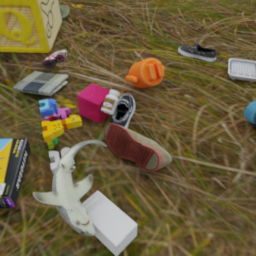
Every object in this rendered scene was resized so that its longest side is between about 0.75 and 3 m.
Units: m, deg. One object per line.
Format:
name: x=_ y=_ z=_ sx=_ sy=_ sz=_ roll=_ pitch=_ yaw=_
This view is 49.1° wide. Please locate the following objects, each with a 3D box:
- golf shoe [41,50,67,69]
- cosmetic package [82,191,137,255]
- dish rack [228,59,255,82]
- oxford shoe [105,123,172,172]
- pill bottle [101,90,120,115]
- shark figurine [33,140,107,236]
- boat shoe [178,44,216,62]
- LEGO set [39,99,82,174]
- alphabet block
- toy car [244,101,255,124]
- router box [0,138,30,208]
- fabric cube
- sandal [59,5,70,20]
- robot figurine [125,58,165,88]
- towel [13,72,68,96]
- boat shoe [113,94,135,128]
golf shoe: x=-3.183 y=-2.972 z=12.173 sx=1.284 sy=0.466 sz=0.591 roll=-16 pitch=40 yaw=23
cosmetic package: x=-0.526 y=2.301 z=6.850 sx=1.401 sy=0.594 sz=0.754 roll=35 pitch=52 yaw=30
dish rack: x=4.935 y=-2.450 z=12.046 sx=1.278 sy=0.324 sz=1.489 roll=10 pitch=45 yaw=12
oxford shoe: x=0.244 y=0.582 z=8.701 sx=0.923 sy=0.869 sz=2.468 roll=0 pitch=28 yaw=-48
pill bottle: x=-0.574 y=-0.867 z=9.407 sx=0.442 sy=0.442 sz=0.772 roll=20 pitch=85 yaw=19
shark figurine: x=-1.512 y=1.280 z=6.941 sx=1.562 sy=1.091 sz=2.614 roll=17 pitch=52 yaw=-21
boat shoe: x=3.228 y=-3.610 z=13.051 sx=1.839 sy=0.609 sz=0.643 roll=26 pitch=49 yaw=25
LEGO set: x=-2.090 y=-0.083 z=8.978 sx=1.180 sy=1.097 sz=2.875 roll=-13 pitch=46 yaw=-10
alphabet block: x=-5.018 y=-5.562 z=13.360 sx=2.851 sy=2.836 sz=2.904 roll=1 pitch=48 yaw=3
toy car: x=5.690 y=-0.481 z=8.941 sx=2.561 sy=2.265 sz=2.361 roll=4 pitch=29 yaw=-22
router box: x=-3.835 y=1.243 z=7.993 sx=1.598 sy=0.547 sz=2.142 roll=-3 pitch=44 yaw=-3
fabric cube: x=-1.134 y=-0.877 z=9.966 sx=0.927 sy=0.912 sz=0.930 roll=23 pitch=47 yaw=22
sandal: x=-4.250 y=-6.550 z=16.055 sx=1.008 sy=0.724 sz=2.538 roll=20 pitch=47 yaw=20
robot figurine: x=0.664 y=-2.094 z=10.860 sx=1.305 sy=1.058 sz=1.815 roll=-58 pitch=21 yaw=-11
towel: x=-3.451 y=-1.777 z=11.271 sx=1.665 sy=0.299 sz=1.729 roll=8 pitch=35 yaw=12
boat shoe: x=-0.180 y=-0.698 z=9.956 sx=0.694 sy=0.656 sz=1.935 roll=9 pitch=45 yaw=10
